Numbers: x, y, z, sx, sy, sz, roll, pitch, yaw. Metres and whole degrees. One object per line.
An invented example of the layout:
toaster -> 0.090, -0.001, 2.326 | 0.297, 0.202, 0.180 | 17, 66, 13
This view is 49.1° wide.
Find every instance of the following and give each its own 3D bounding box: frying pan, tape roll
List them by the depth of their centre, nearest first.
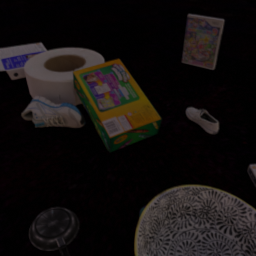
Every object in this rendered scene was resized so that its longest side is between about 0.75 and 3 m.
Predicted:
frying pan -> -1.527, 2.275, 5.657 | 1.043, 0.281, 1.725 | -5, 34, -6
tape roll -> -2.337, -2.010, 10.646 | 2.981, 1.042, 2.981 | 0, 37, 0

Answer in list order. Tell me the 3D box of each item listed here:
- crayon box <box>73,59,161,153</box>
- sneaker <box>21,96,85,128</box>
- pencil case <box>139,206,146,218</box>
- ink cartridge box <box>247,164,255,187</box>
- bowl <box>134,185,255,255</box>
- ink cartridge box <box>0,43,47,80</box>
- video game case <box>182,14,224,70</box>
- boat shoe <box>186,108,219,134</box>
crayon box -> -0.415, -0.783, 8.511 | 1.630, 0.800, 2.745 | -20, 60, -20
sneaker -> -2.368, -0.285, 8.699 | 2.265, 0.849, 0.981 | 13, 45, 29
pencil case -> 0.428, 2.088, 5.734 | 0.457, 0.421, 0.990 | -7, 36, 11
ink cartridge box -> 3.810, 1.385, 6.703 | 1.369, 0.300, 1.382 | -6, 37, 1
bowl -> 1.251, 2.324, 4.627 | 2.558, 1.200, 2.558 | 7, 41, -6
ink cartridge box -> -4.763, -2.953, 12.297 | 2.589, 0.562, 2.565 | -15, 40, -22
video game case -> 3.121, -3.627, 11.926 | 1.506, 2.103, 0.189 | 21, 41, 25
boat shoe -> 2.387, -0.362, 8.957 | 0.516, 0.458, 1.402 | -21, 42, -25
